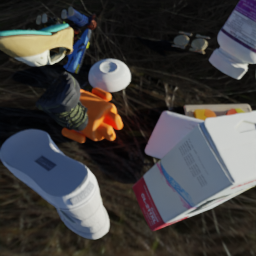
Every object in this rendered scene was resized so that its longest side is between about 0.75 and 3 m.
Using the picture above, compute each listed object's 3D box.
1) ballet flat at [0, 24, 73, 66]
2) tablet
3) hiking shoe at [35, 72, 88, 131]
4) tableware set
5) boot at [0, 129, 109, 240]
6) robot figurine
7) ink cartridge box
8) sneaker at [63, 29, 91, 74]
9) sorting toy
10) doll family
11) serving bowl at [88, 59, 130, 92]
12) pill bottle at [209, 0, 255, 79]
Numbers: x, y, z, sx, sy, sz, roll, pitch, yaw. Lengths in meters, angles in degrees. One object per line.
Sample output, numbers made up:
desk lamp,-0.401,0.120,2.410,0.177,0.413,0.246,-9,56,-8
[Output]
ballet flat,-1.848,-1.749,6.075,0.905,0.831,2.636,3,23,16
tablet,2.049,0.453,8.784,2.701,0.184,1.758,16,63,24
hiking shoe,-1.240,-0.471,6.029,1.169,2.321,0.879,38,79,-20
tableware set,2.773,-3.745,12.488,1.494,0.299,0.988,19,66,22
boot,-1.261,0.910,4.640,0.901,1.171,2.450,-34,37,-25
robot figurine,-1.317,-0.454,9.169,2.319,1.668,1.352,26,19,20
ink cartridge box,1.566,0.917,5.536,1.944,2.667,1.104,-9,62,-30
sneaker,-1.703,-2.589,9.300,0.601,1.534,0.505,23,15,-8
sorting toy,3.190,0.074,9.303,2.350,0.463,2.539,-1,51,-1
doll family,-1.933,-3.027,8.532,2.175,1.257,0.854,5,89,29
serving bowl,-0.750,-2.181,11.057,1.685,0.554,1.685,0,52,0
pill bottle,3.389,-2.690,7.619,1.449,2.581,1.449,22,31,-14
